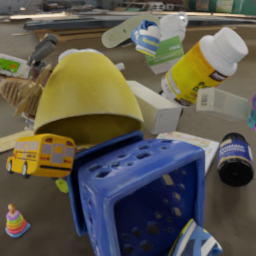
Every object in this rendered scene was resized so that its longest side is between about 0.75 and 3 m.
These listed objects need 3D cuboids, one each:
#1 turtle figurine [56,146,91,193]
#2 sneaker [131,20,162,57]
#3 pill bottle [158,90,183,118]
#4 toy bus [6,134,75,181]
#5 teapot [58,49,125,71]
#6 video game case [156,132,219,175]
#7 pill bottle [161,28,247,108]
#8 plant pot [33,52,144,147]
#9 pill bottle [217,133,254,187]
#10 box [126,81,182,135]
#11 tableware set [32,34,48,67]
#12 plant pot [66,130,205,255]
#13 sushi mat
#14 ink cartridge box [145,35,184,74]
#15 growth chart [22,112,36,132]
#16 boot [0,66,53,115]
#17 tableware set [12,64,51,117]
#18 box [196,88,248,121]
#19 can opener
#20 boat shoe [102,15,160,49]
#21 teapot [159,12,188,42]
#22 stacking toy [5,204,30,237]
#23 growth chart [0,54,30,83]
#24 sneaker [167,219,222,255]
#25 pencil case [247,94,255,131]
[{"bbox_3d":[-1.425,1.108,9.410,2.807,0.904,2.263,1,30,3],"label":"turtle figurine"},{"bbox_3d":[0.660,-3.091,9.305,0.847,0.942,2.291,14,27,-15],"label":"sneaker"},{"bbox_3d":[1.917,-1.148,13.229,1.034,1.034,1.849,-1,29,-2],"label":"pill bottle"},{"bbox_3d":[-2.153,0.697,6.591,0.788,0.947,2.420,12,-10,-35],"label":"toy bus"},{"bbox_3d":[-1.529,-2.427,11.410,2.147,1.589,2.176,40,39,-10],"label":"teapot"},{"bbox_3d":[2.028,0.844,10.522,2.299,0.263,2.092,15,33,24],"label":"video game case"},{"bbox_3d":[2.541,-2.004,9.570,1.544,2.827,1.544,20,51,-26],"label":"pill bottle"},{"bbox_3d":[-1.094,-0.822,7.646,2.862,2.862,2.032,-4,73,-7],"label":"plant pot"},{"bbox_3d":[3.587,0.988,9.440,1.089,1.089,1.947,8,31,14],"label":"pill bottle"},{"bbox_3d":[0.475,-0.726,8.951,1.007,0.838,2.451,-6,30,-34],"label":"box"},{"bbox_3d":[-3.286,-2.860,10.550,0.177,1.273,1.524,20,21,-15],"label":"tableware set"},{"bbox_3d":[0.050,1.673,6.801,2.722,2.722,2.447,-21,29,-33],"label":"plant pot"},{"bbox_3d":[-4.650,0.565,11.152,2.005,0.121,0.959,-20,35,-32],"label":"sushi mat"},{"bbox_3d":[1.537,-3.081,11.728,1.491,0.852,2.872,-15,-2,14],"label":"ink cartridge box"},{"bbox_3d":[-3.056,-0.586,9.555,1.223,1.690,0.150,9,-20,-38],"label":"growth chart"},{"bbox_3d":[-2.943,-1.345,9.098,2.723,0.985,2.265,20,25,-44],"label":"boot"},{"bbox_3d":[-2.391,-0.933,6.907,0.167,1.438,1.201,36,48,-7],"label":"tableware set"},{"bbox_3d":[2.913,-0.684,8.589,1.772,0.728,0.606,12,-7,-36],"label":"box"},{"bbox_3d":[-2.555,-2.222,8.573,0.673,0.537,2.014,27,-21,-33],"label":"can opener"},{"bbox_3d":[0.124,-4.124,12.101,2.576,0.925,0.871,-21,-1,5],"label":"boat shoe"},{"bbox_3d":[2.073,-4.365,12.972,1.596,1.617,1.181,-35,60,7],"label":"teapot"},{"bbox_3d":[-2.952,2.335,7.268,0.525,0.905,0.497,18,34,28],"label":"stacking toy"},{"bbox_3d":[-4.668,-2.167,11.141,1.520,2.100,0.186,5,61,-23],"label":"growth chart"},{"bbox_3d":[1.197,3.128,5.827,1.037,0.933,2.523,33,51,12],"label":"sneaker"},{"bbox_3d":[4.167,-0.485,8.618,0.820,0.890,1.926,16,-10,23],"label":"pencil case"}]
